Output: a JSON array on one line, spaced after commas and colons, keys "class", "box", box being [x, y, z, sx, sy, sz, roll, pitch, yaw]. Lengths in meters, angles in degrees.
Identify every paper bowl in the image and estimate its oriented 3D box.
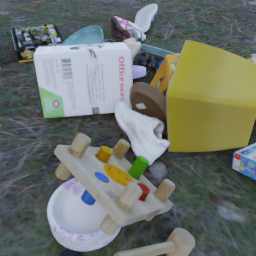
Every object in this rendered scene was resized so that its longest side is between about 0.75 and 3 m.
[{"class": "paper bowl", "box": [-0.870, 1.837, 5.923, 1.538, 0.800, 1.538, 1, 39, -1]}]

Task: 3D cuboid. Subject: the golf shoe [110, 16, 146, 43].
[{"class": "golf shoe", "box": [-0.069, -4.921, 14.143, 1.124, 0.886, 2.440, -18, 51, -26]}]

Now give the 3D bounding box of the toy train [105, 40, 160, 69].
[{"class": "toy train", "box": [0.427, -2.886, 11.363, 2.914, 0.497, 0.667, 19, 14, -4]}]

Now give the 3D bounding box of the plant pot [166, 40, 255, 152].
[{"class": "plant pot", "box": [2.253, -0.693, 7.309, 1.974, 2.239, 2.238, 9, 51, 19]}]

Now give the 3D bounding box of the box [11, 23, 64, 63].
[{"class": "box", "box": [-4.265, -4.099, 13.257, 2.175, 0.672, 2.724, -13, 41, -18]}]

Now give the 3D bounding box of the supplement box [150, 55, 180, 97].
[{"class": "supplement box", "box": [1.217, -1.207, 8.280, 0.893, 2.596, 0.864, -3, 78, -5]}]

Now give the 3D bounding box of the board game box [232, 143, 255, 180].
[{"class": "board game box", "box": [3.763, 0.879, 6.826, 1.684, 0.471, 1.649, -15, 26, -31]}]

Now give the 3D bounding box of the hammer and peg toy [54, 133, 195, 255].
[{"class": "hammer and peg toy", "box": [0.039, 1.305, 5.584, 2.947, 1.039, 2.167, 41, 15, 30]}]

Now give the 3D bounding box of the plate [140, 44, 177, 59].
[{"class": "plate", "box": [1.241, -3.060, 11.560, 2.016, 0.258, 2.016, 15, 10, -3]}]

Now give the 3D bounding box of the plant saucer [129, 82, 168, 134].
[{"class": "plant saucer", "box": [0.676, -0.492, 8.024, 0.272, 1.847, 1.847, -43, 54, -19]}]

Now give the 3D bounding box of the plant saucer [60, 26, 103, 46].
[{"class": "plant saucer", "box": [-2.076, -2.720, 10.790, 2.984, 0.409, 2.984, -22, 45, 24]}]

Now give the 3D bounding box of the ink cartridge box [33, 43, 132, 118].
[{"class": "ink cartridge box", "box": [-1.352, -1.539, 8.951, 2.800, 2.037, 1.176, -5, 27, -7]}]

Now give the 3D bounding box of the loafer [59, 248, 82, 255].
[{"class": "loafer", "box": [-0.949, 2.907, 4.777, 0.696, 0.610, 1.937, -7, 40, -8]}]

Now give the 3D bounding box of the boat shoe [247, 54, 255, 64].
[{"class": "boat shoe", "box": [5.099, -2.638, 11.567, 0.486, 0.542, 1.463, 8, 40, 1]}]

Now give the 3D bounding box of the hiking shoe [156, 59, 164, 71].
[{"class": "hiking shoe", "box": [1.723, -1.744, 9.571, 0.772, 0.900, 2.076, -39, 72, -5]}]

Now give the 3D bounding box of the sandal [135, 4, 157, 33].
[{"class": "sandal", "box": [0.953, -5.956, 15.569, 1.133, 0.684, 2.784, 2, 50, 27]}]

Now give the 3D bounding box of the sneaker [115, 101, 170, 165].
[{"class": "sneaker", "box": [0.400, -0.045, 7.845, 1.089, 0.819, 2.186, -41, 56, 16]}]

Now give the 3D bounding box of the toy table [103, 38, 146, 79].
[{"class": "toy table", "box": [-0.326, -2.564, 10.511, 2.100, 1.230, 1.930, 5, 28, 27]}]
